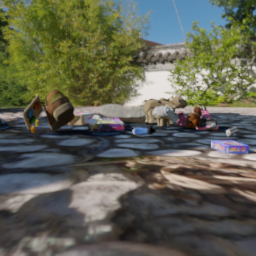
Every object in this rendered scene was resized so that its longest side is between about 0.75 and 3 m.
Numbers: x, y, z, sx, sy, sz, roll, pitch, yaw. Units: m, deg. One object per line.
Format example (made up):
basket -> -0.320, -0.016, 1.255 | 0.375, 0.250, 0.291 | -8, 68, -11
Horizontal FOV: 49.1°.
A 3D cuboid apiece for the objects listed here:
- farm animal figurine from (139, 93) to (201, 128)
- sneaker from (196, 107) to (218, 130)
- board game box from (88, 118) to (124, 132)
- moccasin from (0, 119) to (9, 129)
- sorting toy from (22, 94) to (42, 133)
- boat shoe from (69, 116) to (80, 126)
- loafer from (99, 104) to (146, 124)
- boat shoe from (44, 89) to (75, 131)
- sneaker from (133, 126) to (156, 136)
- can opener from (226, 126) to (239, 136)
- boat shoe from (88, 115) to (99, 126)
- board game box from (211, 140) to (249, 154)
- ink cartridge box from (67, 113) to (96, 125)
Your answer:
farm animal figurine -> 1.889, -0.864, 13.102 | 2.931, 1.545, 2.964 | 1, 3, -27
sneaker -> 3.578, -0.466, 13.250 | 0.897, 1.083, 2.270 | 1, 7, -7
board game box -> -1.145, -0.184, 13.654 | 1.615, 0.435, 2.692 | -6, 8, -7
moccasin -> -6.168, -0.218, 13.530 | 0.591, 0.501, 1.468 | 0, 6, -1
sorting toy -> -3.699, -0.463, 11.136 | 0.204, 1.136, 1.525 | 20, -32, 6
boat shoe -> -2.792, -0.340, 14.636 | 0.247, 0.289, 0.789 | 26, -49, -36
loafer -> -0.289, -0.697, 16.215 | 2.788, 0.877, 1.002 | 7, 49, 14
boat shoe -> -2.830, -0.718, 11.404 | 1.075, 1.016, 2.989 | -32, -3, -26
sneaker -> 0.626, 0.106, 10.548 | 0.841, 0.323, 0.468 | 6, -19, -18
can opener -> 3.866, 0.121, 10.367 | 0.274, 0.217, 0.826 | -15, -14, -7
boat shoe -> -1.496, -0.258, 12.148 | 0.353, 0.336, 0.980 | 12, 22, -1
board game box -> 2.808, 0.525, 7.807 | 0.644, 0.215, 0.958 | -1, 6, -6
ink cartridge box -> -2.788, -0.537, 15.966 | 1.370, 0.625, 1.663 | 1, 6, 21
